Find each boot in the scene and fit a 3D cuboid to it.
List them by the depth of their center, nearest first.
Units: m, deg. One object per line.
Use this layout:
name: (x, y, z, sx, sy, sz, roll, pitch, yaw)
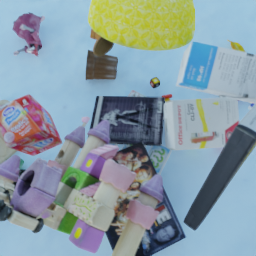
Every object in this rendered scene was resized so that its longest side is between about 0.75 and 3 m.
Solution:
boot: (-0.825, -2.589, 7.921, 0.982, 0.485, 1.264, 19, 81, 45)

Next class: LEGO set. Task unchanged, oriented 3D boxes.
LEGO set: (0.705, -0.323, 8.781, 2.195, 0.721, 2.938, 29, 68, 10)

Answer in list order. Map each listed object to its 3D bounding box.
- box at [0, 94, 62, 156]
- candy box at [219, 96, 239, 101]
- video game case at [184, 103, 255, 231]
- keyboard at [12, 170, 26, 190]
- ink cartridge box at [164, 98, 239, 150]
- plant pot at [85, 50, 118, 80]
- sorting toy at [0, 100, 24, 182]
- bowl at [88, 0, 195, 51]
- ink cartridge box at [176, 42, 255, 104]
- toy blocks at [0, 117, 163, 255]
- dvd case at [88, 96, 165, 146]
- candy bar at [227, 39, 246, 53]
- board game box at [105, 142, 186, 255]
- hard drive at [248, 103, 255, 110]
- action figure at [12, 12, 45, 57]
box: (-2.161, 0.010, 6.280, 0.819, 1.716, 0.856, -25, 79, -6)
candy box: (3.369, -1.553, 9.493, 0.970, 0.434, 1.422, -28, 67, -12)
video game case: (2.111, 0.402, 5.234, 0.343, 2.689, 2.430, 35, 49, 22)
keyboard: (-2.755, 1.652, 8.016, 1.796, 0.230, 1.078, -16, 78, -8)
ink cartridge box: (2.134, -0.113, 8.209, 1.982, 0.827, 1.439, -3, 90, -8)
plant pot: (-0.889, -2.084, 9.496, 1.011, 1.021, 1.021, 5, 64, -6)
sorting toy: (-3.784, 0.402, 8.573, 2.588, 0.381, 1.913, 41, 70, 18)
bowl: (0.423, -3.093, 6.544, 2.666, 1.434, 2.666, 6, 43, -5)
ink cartridge box: (2.660, -1.149, 6.592, 2.817, 1.631, 0.939, 13, 97, 4)
toy blocks: (-0.897, 0.745, 5.320, 2.553, 2.732, 2.299, 9, 66, 50)
dvd case: (-0.034, -0.252, 8.636, 2.222, 0.177, 1.652, 2, 62, 10)
candy bar: (4.133, -2.156, 9.778, 0.622, 0.276, 2.495, 6, 58, -33)
board game box: (0.083, 1.959, 7.400, 1.857, 0.474, 2.741, -23, 81, -11)
hard drive: (5.417, -0.025, 8.525, 1.946, 0.374, 2.950, -32, 73, -7)
action figure: (-3.547, -3.282, 10.267, 1.277, 1.149, 1.715, -10, 67, -47)
